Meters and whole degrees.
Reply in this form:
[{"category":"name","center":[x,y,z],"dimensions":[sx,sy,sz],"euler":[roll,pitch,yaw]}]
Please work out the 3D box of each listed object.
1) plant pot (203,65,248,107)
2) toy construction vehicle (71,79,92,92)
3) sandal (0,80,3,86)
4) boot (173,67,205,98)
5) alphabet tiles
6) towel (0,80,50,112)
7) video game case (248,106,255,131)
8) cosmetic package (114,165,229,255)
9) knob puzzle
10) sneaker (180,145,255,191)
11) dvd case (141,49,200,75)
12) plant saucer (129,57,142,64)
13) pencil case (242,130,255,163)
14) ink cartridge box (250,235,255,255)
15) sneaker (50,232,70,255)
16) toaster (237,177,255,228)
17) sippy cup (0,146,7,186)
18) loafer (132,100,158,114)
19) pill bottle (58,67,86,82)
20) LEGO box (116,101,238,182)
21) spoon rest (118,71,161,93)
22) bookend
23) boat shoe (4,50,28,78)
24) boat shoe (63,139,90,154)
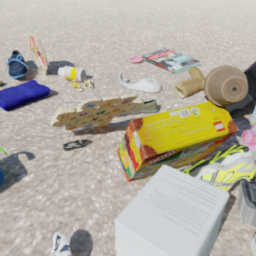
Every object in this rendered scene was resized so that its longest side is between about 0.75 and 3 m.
[{"category":"plant pot","center":[2.597,-1.027,7.190],"dimensions":[1.121,1.121,0.978],"euler":[2,15,2]},{"category":"toy construction vehicle","center":[-2.266,-2.129,13.600],"dimensions":[0.879,0.356,1.010],"euler":[-12,36,-17]},{"category":"sandal","center":[-7.058,-2.086,13.356],"dimensions":[1.960,0.559,0.778],"euler":[-22,40,-29]},{"category":"boot","center":[2.853,-2.217,13.300],"dimensions":[1.726,0.571,1.512],"euler":[-20,57,-26]},{"category":"alphabet tiles","center":[-1.032,-0.512,9.415],"dimensions":[2.975,2.910,0.217],"euler":[-10,77,-27]},{"category":"towel","center":[-4.819,-1.463,12.549],"dimensions":[2.234,0.553,1.650],"euler":[-27,37,-34]},{"category":"video game case","center":[5.496,0.031,10.164],"dimensions":[2.004,0.221,1.824],"euler":[17,54,23]},{"category":"cosmetic package","center":[0.940,2.239,6.109],"dimensions":[1.657,1.668,1.993],"euler":[22,41,28]},{"category":"knob puzzle","center":[-4.597,-3.810,14.012],"dimensions":[0.314,2.267,2.267],"euler":[-27,43,-23]},{"category":"sneaker","center":[2.116,1.360,7.396],"dimensions":[2.511,0.959,0.947],"euler":[-27,2,21]},{"category":"dvd case","center":[2.420,-3.918,16.241],"dimensions":[2.066,0.311,2.830],"euler":[-25,41,-32]},{"category":"plant saucer","center":[0.455,-3.940,16.369],"dimensions":[0.757,0.192,0.757],"euler":[-1,34,1]},{"category":"pencil case","center":[5.085,0.346,8.994],"dimensions":[2.689,1.176,1.176],"euler":[-13,36,-7]},{"category":"ink cartridge box","center":[3.254,2.473,5.897],"dimensions":[0.976,1.349,0.568],"euler":[-7,54,6]},{"category":"sneaker","center":[-1.636,2.786,5.836],"dimensions":[0.806,0.495,1.239],"euler":[2,45,-29]},{"category":"toaster","center":[3.277,1.946,7.237],"dimensions":[0.768,0.873,1.352],"euler":[4,35,9]},{"category":"sippy cup","center":[-4.287,1.289,7.963],"dimensions":[1.256,1.714,1.346],"euler":[28,4,18]},{"category":"loafer","center":[0.453,-0.958,11.667],"dimensions":[1.638,0.570,0.616],"euler":[-3,27,-8]},{"category":"pill bottle","center":[-2.846,-2.732,14.179],"dimensions":[1.318,0.687,0.687],"euler":[12,36,20]},{"category":"LEGO box","center":[1.302,0.397,8.199],"dimensions":[2.860,2.130,1.104],"euler":[-14,67,-19]},{"category":"spoon rest","center":[0.561,-2.135,13.505],"dimensions":[2.146,0.651,1.066],"euler":[17,39,4]},{"category":"bookend","center":[4.998,-1.967,10.971],"dimensions":[2.891,2.873,1.332],"euler":[-29,77,-34]},{"category":"boat shoe","center":[-5.982,-3.391,14.724],"dimensions":[1.181,0.964,2.808],"euler":[-20,34,-18]},{"category":"boat shoe","center":[-1.789,0.566,9.742],"dimensions":[1.014,0.306,0.374],"euler":[-18,38,-24]}]
